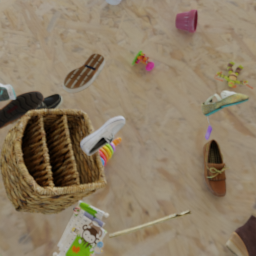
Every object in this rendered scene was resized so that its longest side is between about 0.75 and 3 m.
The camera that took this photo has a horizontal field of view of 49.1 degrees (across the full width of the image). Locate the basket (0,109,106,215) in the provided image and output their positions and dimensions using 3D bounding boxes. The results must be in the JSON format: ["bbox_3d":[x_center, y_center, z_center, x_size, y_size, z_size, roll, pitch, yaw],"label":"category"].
[{"bbox_3d":[-2.100,0.705,7.554,1.981,1.898,2.659,-34,54,23],"label":"basket"}]

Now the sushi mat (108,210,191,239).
[{"bbox_3d":[0.504,2.227,6.447,1.843,0.882,0.112,-28,66,26],"label":"sushi mat"}]

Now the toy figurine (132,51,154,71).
[{"bbox_3d":[0.750,-2.867,12.199,0.879,0.717,0.955,32,42,0],"label":"toy figurine"}]

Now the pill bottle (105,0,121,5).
[{"bbox_3d":[-0.577,-7.064,13.984,0.962,0.962,1.663,14,65,7],"label":"pill bottle"}]

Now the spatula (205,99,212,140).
[{"bbox_3d":[2.541,-0.288,8.764,0.143,1.393,0.394,-2,20,3],"label":"spatula"}]

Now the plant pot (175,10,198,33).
[{"bbox_3d":[2.698,-4.961,12.997,0.904,1.010,1.010,10,63,22],"label":"plant pot"}]

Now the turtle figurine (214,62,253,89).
[{"bbox_3d":[4.474,-2.122,11.776,1.610,0.519,1.299,18,58,13],"label":"turtle figurine"}]

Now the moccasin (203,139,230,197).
[{"bbox_3d":[3.106,1.392,9.860,0.747,0.788,2.042,4,64,2],"label":"moccasin"}]

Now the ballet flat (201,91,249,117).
[{"bbox_3d":[2.423,-0.691,7.237,0.500,1.413,0.500,9,72,-28],"label":"ballet flat"}]

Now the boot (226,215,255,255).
[{"bbox_3d":[4.111,3.789,8.755,1.424,0.619,1.712,-37,66,-15],"label":"boot"}]

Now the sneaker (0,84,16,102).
[{"bbox_3d":[-3.212,-0.823,6.734,1.169,0.454,0.533,5,26,43],"label":"sneaker"}]

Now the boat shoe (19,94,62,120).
[{"bbox_3d":[-3.499,-0.851,11.082,1.897,0.642,0.681,-28,65,-15],"label":"boat shoe"}]

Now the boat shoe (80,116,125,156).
[{"bbox_3d":[-0.570,0.237,7.205,1.352,0.497,0.442,-38,54,-7],"label":"boat shoe"}]

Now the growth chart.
[{"bbox_3d":[-1.467,3.542,9.140,1.514,0.186,2.092,18,65,7],"label":"growth chart"}]

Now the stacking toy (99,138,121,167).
[{"bbox_3d":[-0.775,0.793,10.268,0.797,0.843,1.453,40,59,15],"label":"stacking toy"}]

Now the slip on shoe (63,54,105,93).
[{"bbox_3d":[-1.445,-1.716,9.335,0.793,0.632,2.085,25,49,4],"label":"slip on shoe"}]

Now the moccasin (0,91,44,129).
[{"bbox_3d":[-3.643,-0.570,9.247,1.920,0.741,0.702,-40,99,-4],"label":"moccasin"}]
